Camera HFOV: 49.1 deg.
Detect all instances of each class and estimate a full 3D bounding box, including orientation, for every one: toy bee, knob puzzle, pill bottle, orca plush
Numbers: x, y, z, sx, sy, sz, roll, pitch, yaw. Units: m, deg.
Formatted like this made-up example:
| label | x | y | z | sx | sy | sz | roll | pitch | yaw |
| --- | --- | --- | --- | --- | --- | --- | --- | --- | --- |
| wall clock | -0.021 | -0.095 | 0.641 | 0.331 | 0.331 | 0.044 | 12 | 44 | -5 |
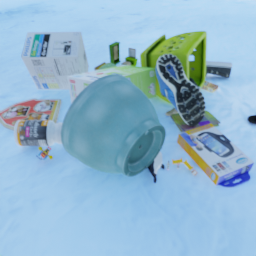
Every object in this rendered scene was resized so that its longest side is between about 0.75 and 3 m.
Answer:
| label | x | y | z | sx | sy | sz | roll | pitch | yaw |
| --- | --- | --- | --- | --- | --- | --- | --- | --- | --- |
| toy bee | -2.580 | 0.806 | 8.831 | 0.448 | 0.540 | 0.825 | -49 | 26 | -9 |
| knob puzzle | -4.090 | -0.659 | 11.355 | 2.721 | 0.377 | 2.721 | 0 | 35 | 0 |
| pill bottle | -3.014 | 0.180 | 9.668 | 1.581 | 0.920 | 0.920 | 0 | 35 | -3 |
| orca plush | 0.778 | 1.227 | 8.790 | 0.682 | 0.461 | 1.297 | 38 | 32 | -26 |

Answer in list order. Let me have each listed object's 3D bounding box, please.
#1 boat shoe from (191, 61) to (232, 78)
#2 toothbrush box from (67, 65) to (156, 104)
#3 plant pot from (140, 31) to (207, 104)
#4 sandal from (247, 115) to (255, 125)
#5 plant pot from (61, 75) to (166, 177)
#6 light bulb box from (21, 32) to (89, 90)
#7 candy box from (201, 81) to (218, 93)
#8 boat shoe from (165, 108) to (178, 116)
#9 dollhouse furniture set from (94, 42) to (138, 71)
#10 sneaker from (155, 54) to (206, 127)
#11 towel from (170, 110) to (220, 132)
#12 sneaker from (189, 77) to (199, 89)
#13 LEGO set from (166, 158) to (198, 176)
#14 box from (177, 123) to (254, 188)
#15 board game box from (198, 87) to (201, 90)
| label | x | y | z | sx | sy | sz | roll | pitch | yaw |
| --- | --- | --- | --- | --- | --- | --- | --- | --- | --- |
| boat shoe | 3.874 | -2.949 | 14.161 | 2.741 | 0.776 | 0.941 | 2 | 6 | 2 |
| toothbrush box | -0.608 | -1.639 | 11.161 | 2.878 | 1.239 | 2.095 | -22 | 27 | -35 |
| plant pot | 1.972 | -2.682 | 12.352 | 2.329 | 2.554 | 2.567 | 13 | 42 | 28 |
| sandal | 5.482 | -0.466 | 11.074 | 1.679 | 0.378 | 0.631 | -7 | 36 | -11 |
| plant pot | -0.169 | 0.178 | 8.125 | 2.909 | 2.909 | 1.949 | -30 | 51 | -35 |
| light bulb box | -3.143 | -2.941 | 12.581 | 2.370 | 2.349 | 1.479 | 0 | 62 | 1 |
| candy box | 3.797 | -1.979 | 13.345 | 0.493 | 0.236 | 0.853 | -30 | 45 | -34 |
| boat shoe | 1.880 | -0.707 | 11.515 | 0.804 | 0.261 | 0.290 | -17 | 38 | -20 |
| dollhouse furniture set | -0.648 | -3.610 | 14.884 | 1.483 | 1.136 | 2.265 | 19 | 39 | 25 |
| sneaker | 1.903 | -1.362 | 10.472 | 1.103 | 2.809 | 1.252 | -28 | 2 | -5 |
| towel | 2.600 | -0.299 | 11.004 | 1.682 | 0.192 | 1.208 | -10 | 35 | -15 |
| sneaker | 2.339 | -1.832 | 12.217 | 0.854 | 0.812 | 2.154 | -37 | 37 | 0 |
| LEGO set | 1.712 | 1.201 | 8.821 | 0.995 | 0.370 | 0.458 | 12 | 77 | 10 |
| box | 2.819 | 0.852 | 8.995 | 1.413 | 0.492 | 2.374 | -17 | 42 | -21 |
| board game box | 2.513 | -1.555 | 12.369 | 1.095 | 0.142 | 1.095 | 11 | 40 | 29 |
